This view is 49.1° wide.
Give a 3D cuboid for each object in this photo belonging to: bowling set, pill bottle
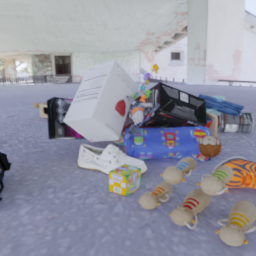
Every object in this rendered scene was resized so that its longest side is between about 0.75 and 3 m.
[{"bbox_3d":[1.361,1.120,5.914,2.569,1.788,1.379,4,15,35],"label":"bowling set"},{"bbox_3d":[4.967,-0.275,13.486,1.817,0.965,0.965,2,13,8],"label":"pill bottle"}]

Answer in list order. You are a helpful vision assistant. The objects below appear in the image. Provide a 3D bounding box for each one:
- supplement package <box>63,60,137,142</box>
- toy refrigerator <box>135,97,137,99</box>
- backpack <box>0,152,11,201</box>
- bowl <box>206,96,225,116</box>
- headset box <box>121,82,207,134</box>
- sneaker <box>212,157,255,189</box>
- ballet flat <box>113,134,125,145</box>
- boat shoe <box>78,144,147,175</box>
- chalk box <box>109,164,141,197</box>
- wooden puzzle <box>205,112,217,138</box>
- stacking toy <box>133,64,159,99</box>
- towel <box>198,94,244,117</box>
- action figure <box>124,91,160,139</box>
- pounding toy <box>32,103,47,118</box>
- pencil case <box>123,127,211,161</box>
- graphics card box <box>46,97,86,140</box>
[{"bbox_3d":[-0.861,-0.854,9.392,1.372,2.291,1.389,-6,-35,39],"label":"supplement package"},{"bbox_3d":[-0.444,-0.848,12.127,2.189,0.766,0.831,2,-20,33],"label":"toy refrigerator"},{"bbox_3d":[-3.941,0.596,6.771,1.840,2.276,2.389,-4,15,-17],"label":"backpack"},{"bbox_3d":[4.945,-1.069,16.380,1.675,0.876,1.675,-25,21,11],"label":"bowl"},{"bbox_3d":[1.116,-0.359,10.364,2.115,1.067,2.845,16,-25,-29],"label":"headset box"},{"bbox_3d":[3.316,1.272,7.093,2.142,0.831,1.200,-2,12,-10],"label":"sneaker"},{"bbox_3d":[-0.874,-0.048,12.231,0.908,0.897,2.668,-41,30,-22],"label":"ballet flat"},{"bbox_3d":[-0.552,0.922,8.618,2.323,0.805,0.823,6,13,22],"label":"boat shoe"},{"bbox_3d":[-0.017,1.330,7.407,0.569,0.566,0.915,9,16,33],"label":"chalk box"},{"bbox_3d":[2.813,-0.005,10.739,0.360,1.554,1.439,-23,31,-19],"label":"wooden puzzle"},{"bbox_3d":[0.549,-1.553,9.543,0.285,1.215,0.916,23,-6,-27],"label":"stacking toy"},{"bbox_3d":[3.374,-0.815,10.466,1.656,0.402,0.925,18,1,11],"label":"towel"},{"bbox_3d":[0.194,-0.445,8.691,0.796,1.521,1.472,38,15,-17],"label":"action figure"},{"bbox_3d":[-4.938,-1.021,16.886,1.985,0.908,1.744,8,16,37],"label":"pounding toy"},{"bbox_3d":[1.309,0.561,9.446,2.934,1.145,1.274,-1,-22,-2],"label":"pencil case"},{"bbox_3d":[-1.826,-0.298,10.340,2.301,1.443,0.585,3,-10,-42],"label":"graphics card box"}]
